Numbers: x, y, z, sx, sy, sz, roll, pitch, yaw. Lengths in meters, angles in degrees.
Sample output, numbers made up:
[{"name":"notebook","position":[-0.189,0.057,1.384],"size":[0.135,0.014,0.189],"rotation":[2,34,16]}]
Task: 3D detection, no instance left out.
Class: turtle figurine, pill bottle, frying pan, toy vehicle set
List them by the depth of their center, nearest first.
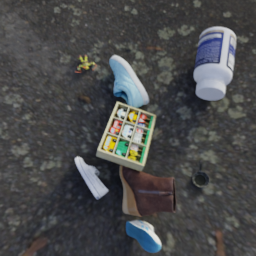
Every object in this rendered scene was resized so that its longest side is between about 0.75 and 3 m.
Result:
[{"name":"toy vehicle set","position":[0.008,0.232,10.256],"size":[1.642,0.350,2.643],"rotation":[19,45,-1]},{"name":"frying pan","position":[2.599,1.724,10.355],"size":[0.622,0.167,1.028],"rotation":[-15,64,-8]},{"name":"pill bottle","position":[3.542,-2.597,11.585],"size":[1.524,1.524,2.744],"rotation":[11,71,5]},{"name":"turtle figurine","position":[-1.974,-2.858,12.435],"size":[1.002,0.323,0.808],"rotation":[-20,66,-9]}]

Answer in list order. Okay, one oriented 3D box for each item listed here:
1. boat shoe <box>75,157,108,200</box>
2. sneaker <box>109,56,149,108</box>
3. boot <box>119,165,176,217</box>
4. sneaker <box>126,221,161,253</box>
[{"name":"boat shoe","position":[-1.300,1.690,9.995],"size":[0.578,0.651,1.770],"rotation":[-32,66,-8]},{"name":"sneaker","position":[-0.256,-1.899,11.625],"size":[1.080,0.974,2.636],"rotation":[-28,67,-16]},{"name":"boot","position":[0.692,1.811,9.512],"size":[1.893,0.824,2.276],"rotation":[-13,66,27]},{"name":"sneaker","position":[0.579,3.354,8.877],"size":[0.654,1.618,0.619],"rotation":[1,98,-31]}]
